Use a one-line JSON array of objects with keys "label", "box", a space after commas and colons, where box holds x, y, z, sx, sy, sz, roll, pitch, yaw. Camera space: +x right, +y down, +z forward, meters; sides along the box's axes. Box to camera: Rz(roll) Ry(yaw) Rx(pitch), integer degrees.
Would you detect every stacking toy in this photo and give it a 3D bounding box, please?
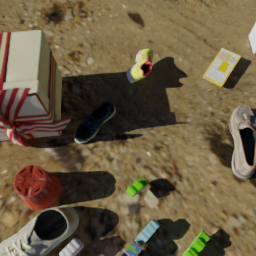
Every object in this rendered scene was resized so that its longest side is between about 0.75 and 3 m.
[{"label": "stacking toy", "box": [0.152, 2.902, 6.745, 2.980, 0.700, 2.247, -41, 72, -20]}]

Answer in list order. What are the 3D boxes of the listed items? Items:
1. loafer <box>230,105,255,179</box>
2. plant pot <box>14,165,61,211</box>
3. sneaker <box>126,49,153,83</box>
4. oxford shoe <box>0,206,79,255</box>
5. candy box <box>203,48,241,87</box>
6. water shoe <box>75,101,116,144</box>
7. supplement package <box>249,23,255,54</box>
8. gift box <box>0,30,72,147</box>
[{"label": "loafer", "box": [3.388, 0.271, 7.942, 0.816, 0.714, 2.270, 8, 64, 4]}, {"label": "plant pot", "box": [-2.348, 1.479, 7.174, 1.075, 1.046, 1.075, 0, 64, 0]}, {"label": "sneaker", "box": [0.548, -1.990, 8.841, 0.663, 0.573, 1.467, -5, 48, 42]}, {"label": "oxford shoe", "box": [-2.448, 2.871, 6.635, 2.853, 0.824, 1.073, -38, 73, -14]}, {"label": "candy box", "box": [3.078, -2.002, 9.196, 0.686, 0.177, 1.341, 30, 70, 19]}, {"label": "water shoe", "box": [-1.042, -0.200, 8.063, 1.537, 0.606, 0.549, -46, 73, 0]}, {"label": "supplement package", "box": [5.076, -3.129, 9.496, 1.519, 0.888, 0.891, -1, 64, -1]}, {"label": "gift box", "box": [-2.956, -1.013, 7.602, 2.658, 2.453, 2.482, -7, 63, 5]}]
